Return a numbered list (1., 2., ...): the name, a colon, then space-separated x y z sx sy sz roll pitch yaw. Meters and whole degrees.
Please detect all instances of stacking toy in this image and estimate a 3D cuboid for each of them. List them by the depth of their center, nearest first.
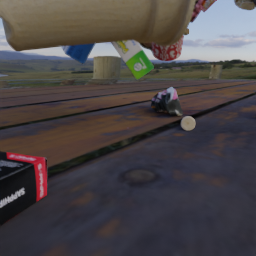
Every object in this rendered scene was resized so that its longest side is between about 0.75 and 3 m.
1. stacking toy: 1.571 -0.160 7.390 0.359 0.359 0.841 2 8 10

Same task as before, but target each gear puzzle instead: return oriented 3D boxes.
1. gear puzzle: 2.098 -3.541 7.067 0.372 2.843 1.473 34 -7 -3

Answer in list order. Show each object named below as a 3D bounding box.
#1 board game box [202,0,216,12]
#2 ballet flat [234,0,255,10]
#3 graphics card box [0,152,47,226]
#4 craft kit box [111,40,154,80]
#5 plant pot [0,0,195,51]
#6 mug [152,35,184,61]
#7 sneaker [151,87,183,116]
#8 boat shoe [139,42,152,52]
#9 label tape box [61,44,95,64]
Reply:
1. board game box: 2.897 -4.382 9.370 0.684 0.209 0.903 -52 8 -30
2. ballet flat: 3.211 -3.533 7.364 0.861 0.861 2.356 1 30 3
3. graphics card box: -1.915 0.729 2.636 1.310 0.531 2.088 5 12 19
4. craft kit box: -0.533 -2.723 6.947 0.622 2.533 2.565 -37 33 9
5. plant pot: -0.750 -2.295 4.101 2.466 2.694 2.694 -17 15 -11
6. mug: 1.277 -3.471 9.504 1.273 1.908 1.694 -16 51 -7
7. sneaker: 1.288 -0.816 9.761 0.968 0.900 2.241 -19 8 9
8. boat shoe: 1.029 -3.448 11.571 1.482 0.547 0.548 17 8 -43
9. label tape box: -1.589 -3.196 9.220 0.716 1.551 2.165 23 17 -33
